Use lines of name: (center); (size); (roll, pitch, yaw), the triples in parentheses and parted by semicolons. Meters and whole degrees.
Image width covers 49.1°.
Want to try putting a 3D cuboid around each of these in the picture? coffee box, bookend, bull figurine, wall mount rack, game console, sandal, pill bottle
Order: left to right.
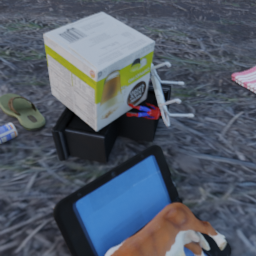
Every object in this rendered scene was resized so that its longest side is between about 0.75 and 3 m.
pill bottle: (-4.213, 0.236, 9.311); (0.899, 0.504, 0.504); (-29, 47, -32)
sandal: (-3.902, -0.761, 10.374); (2.543, 0.726, 1.010); (31, 48, 33)
coffee box: (-0.807, -1.635, 7.999); (2.134, 2.110, 2.130); (37, 54, 26)
bookend: (-0.376, -0.192, 8.982); (2.969, 1.376, 2.988); (11, 46, 11)
game console: (0.438, 2.196, 5.875); (2.994, 1.742, 2.633); (-28, 46, -30)
bull figurine: (0.584, 2.595, 5.549); (1.715, 0.920, 2.825); (32, 50, 32)
wall mount rack: (1.344, -1.041, 8.663); (0.782, 1.822, 2.097); (-18, 71, 18)

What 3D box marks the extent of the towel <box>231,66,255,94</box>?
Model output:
towel: (6.048, -1.943, 12.138); (1.862, 0.381, 2.545); (-21, 43, -23)

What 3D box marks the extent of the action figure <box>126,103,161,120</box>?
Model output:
action figure: (0.433, -0.506, 8.263); (1.296, 0.423, 0.641); (5, 13, -38)
